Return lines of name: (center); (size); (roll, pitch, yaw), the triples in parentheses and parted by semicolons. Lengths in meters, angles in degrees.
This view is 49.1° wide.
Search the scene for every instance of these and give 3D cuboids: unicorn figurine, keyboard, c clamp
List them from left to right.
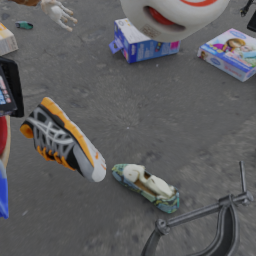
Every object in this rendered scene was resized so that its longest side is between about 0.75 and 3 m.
keyboard: (-2.806, -0.711, 5.767); (1.134, 2.180, 0.432); (13, 61, -9)
unicorn figurine: (-2.203, -3.602, 8.619); (1.907, 1.310, 0.704); (35, 98, 47)
c clamp: (0.884, 1.371, 3.814); (0.249, 1.837, 1.569); (47, 29, -14)
keyboard: (4.018, -3.620, 8.412); (1.049, 0.170, 1.652); (31, 81, 11)

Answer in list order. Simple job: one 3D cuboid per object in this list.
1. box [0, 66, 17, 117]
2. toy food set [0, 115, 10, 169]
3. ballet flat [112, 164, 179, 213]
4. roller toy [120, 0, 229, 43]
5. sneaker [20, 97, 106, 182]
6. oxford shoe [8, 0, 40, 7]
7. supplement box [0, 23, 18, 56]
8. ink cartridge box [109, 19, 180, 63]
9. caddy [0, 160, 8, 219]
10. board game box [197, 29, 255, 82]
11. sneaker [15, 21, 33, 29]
box: (-2.106, -0.557, 3.585); (1.008, 0.252, 1.016); (-20, 86, -42)
toy food set: (-3.066, 0.273, 4.616); (2.834, 0.697, 2.864); (12, 83, 25)
ballet flat: (0.436, 1.285, 6.839); (1.932, 0.717, 0.717); (28, 55, 22)
roller toy: (1.151, -3.727, 7.453); (2.856, 1.995, 2.605); (-22, 96, -19)
sneaker: (-1.262, 0.329, 5.361); (0.905, 0.917, 2.344); (-41, 50, -12)
oxford shoe: (-2.289, -2.843, 5.471); (2.803, 0.999, 1.000); (-17, 34, -16)
supplement box: (-5.371, -3.208, 10.694); (1.817, 0.668, 1.145); (-33, 58, -26)
ink cartridge box: (0.521, -3.454, 10.724); (2.475, 0.945, 1.689); (-14, 51, -14)
caddy: (-1.847, 0.589, 3.385); (0.662, 1.261, 0.891); (-25, 10, -26)
board game box: (4.099, -2.810, 10.516); (2.076, 0.428, 2.081); (-34, 57, -26)
sneaker: (-4.424, -4.493, 12.066); (0.821, 0.305, 0.359); (11, 45, 10)
